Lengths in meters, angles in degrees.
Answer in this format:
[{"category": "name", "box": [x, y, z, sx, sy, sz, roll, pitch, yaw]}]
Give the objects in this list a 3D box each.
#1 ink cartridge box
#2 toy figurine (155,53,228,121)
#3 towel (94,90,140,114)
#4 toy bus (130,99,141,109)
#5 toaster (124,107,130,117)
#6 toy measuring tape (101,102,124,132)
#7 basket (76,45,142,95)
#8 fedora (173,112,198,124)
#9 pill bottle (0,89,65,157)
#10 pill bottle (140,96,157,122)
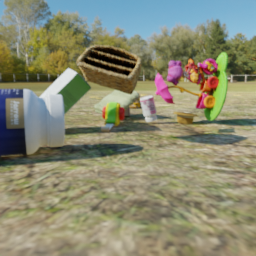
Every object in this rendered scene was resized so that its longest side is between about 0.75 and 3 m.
[{"category": "ink cartridge box", "box": [-2.625, -0.904, 9.983, 2.591, 0.768, 1.345, -45, 30, -4]}, {"category": "toy figurine", "box": [2.493, -1.945, 11.714, 2.675, 2.907, 2.182, 10, 4, -5]}, {"category": "towel", "box": [-0.617, -1.261, 13.727, 1.805, 0.444, 2.433, -41, 29, -16]}, {"category": "toy bus", "box": [0.538, -1.627, 18.719, 0.484, 0.582, 1.487, 3, 10, 19]}, {"category": "toaster", "box": [-0.338, -0.824, 14.203, 0.792, 0.519, 0.875, -3, 11, -11]}, {"category": "toy measuring tape", "box": [-0.676, -0.531, 11.171, 0.977, 0.977, 2.655, 1, 11, 7]}, {"category": "basket", "box": [-0.441, -1.787, 7.783, 1.584, 1.131, 1.180, 18, -12, 9]}, {"category": "fedora", "box": [2.424, -0.406, 11.927, 1.120, 0.457, 1.120, 8, 6, -1]}, {"category": "pill bottle", "box": [-3.016, -0.122, 6.747, 2.823, 1.634, 1.634, -3, 10, -18]}, {"category": "pill bottle", "box": [0.886, -0.799, 11.848, 0.574, 1.012, 0.574, -14, 13, 3]}]
